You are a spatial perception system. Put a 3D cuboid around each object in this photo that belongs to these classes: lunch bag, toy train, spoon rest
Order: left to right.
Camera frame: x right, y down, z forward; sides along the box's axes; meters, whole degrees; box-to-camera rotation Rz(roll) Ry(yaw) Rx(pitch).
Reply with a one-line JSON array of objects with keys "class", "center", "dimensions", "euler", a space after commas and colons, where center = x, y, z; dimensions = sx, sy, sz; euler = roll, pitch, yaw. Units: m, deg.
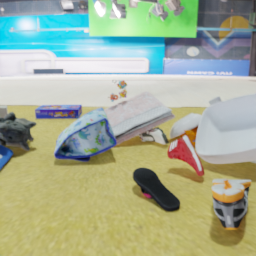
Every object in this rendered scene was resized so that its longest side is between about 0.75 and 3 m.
[{"class": "lunch bag", "center": [-1.366, 0.283, 8.602], "dimensions": [1.814, 1.156, 1.542], "euler": [-22, 17, -3]}, {"class": "toy train", "center": [-0.404, -1.527, 11.209], "dimensions": [0.771, 1.026, 0.285], "euler": [6, -20, -2]}, {"class": "spoon rest", "center": [2.715, -0.271, 10.628], "dimensions": [2.902, 0.880, 1.442], "euler": [-31, -1, -34]}]

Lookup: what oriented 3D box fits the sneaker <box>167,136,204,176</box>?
[{"class": "sneaker", "center": [1.450, 0.825, 7.250], "dimensions": [0.711, 0.482, 1.230], "euler": [-25, 46, 8]}]

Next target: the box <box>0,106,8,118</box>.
[{"class": "box", "center": [-6.656, -0.681, 13.426], "dimensions": [1.607, 0.625, 0.763], "euler": [-5, 15, -19]}]

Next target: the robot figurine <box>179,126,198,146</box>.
[{"class": "robot figurine", "center": [2.948, 0.164, 9.791], "dimensions": [2.160, 0.629, 1.566], "euler": [-7, 14, 0]}]

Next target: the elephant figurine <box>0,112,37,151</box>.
[{"class": "elephant figurine", "center": [-3.571, 0.188, 8.988], "dimensions": [1.405, 1.281, 1.811], "euler": [-29, 22, -34]}]

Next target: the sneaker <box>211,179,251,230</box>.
[{"class": "sneaker", "center": [1.925, 1.347, 5.261], "dimensions": [0.701, 0.692, 1.792], "euler": [-7, -4, 29]}]

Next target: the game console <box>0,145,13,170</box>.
[{"class": "game console", "center": [-4.366, 1.022, 7.650], "dimensions": [1.658, 1.150, 1.943], "euler": [29, 9, -13]}]

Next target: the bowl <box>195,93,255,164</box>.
[{"class": "bowl", "center": [3.154, 0.120, 7.978], "dimensions": [2.238, 0.835, 2.235], "euler": [-13, 38, 36]}]

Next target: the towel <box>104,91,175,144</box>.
[{"class": "towel", "center": [0.103, -0.477, 10.627], "dimensions": [2.567, 0.414, 2.452], "euler": [-24, 31, -11]}]

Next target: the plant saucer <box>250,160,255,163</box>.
[{"class": "plant saucer", "center": [3.863, 0.734, 8.158], "dimensions": [1.404, 0.352, 1.404], "euler": [-8, 20, 3]}]

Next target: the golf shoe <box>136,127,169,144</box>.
[{"class": "golf shoe", "center": [0.822, 0.303, 9.998], "dimensions": [0.711, 0.623, 1.613], "euler": [-35, 32, -15]}]

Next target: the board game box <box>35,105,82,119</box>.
[{"class": "board game box", "center": [-3.508, -0.844, 14.371], "dimensions": [2.118, 0.474, 1.424], "euler": [-1, 14, -2]}]

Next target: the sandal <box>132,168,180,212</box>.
[{"class": "sandal", "center": [0.551, 1.375, 6.139], "dimensions": [0.565, 0.339, 1.504], "euler": [-13, 33, -26]}]
